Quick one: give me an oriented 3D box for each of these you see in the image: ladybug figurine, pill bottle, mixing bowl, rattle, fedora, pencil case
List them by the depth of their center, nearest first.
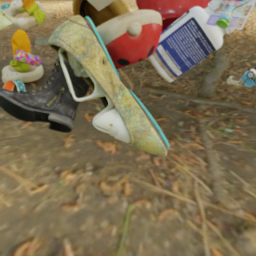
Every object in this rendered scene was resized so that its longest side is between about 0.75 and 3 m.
[{"bbox_3d":[-0.077,-1.814,6.024,1.710,0.906,2.518,-21,13,-3],"label":"ladybug figurine"},{"bbox_3d":[1.678,-2.349,7.459,2.272,1.262,1.262,-34,27,22],"label":"pill bottle"},{"bbox_3d":[-0.563,-3.165,8.113,2.285,2.285,0.932,22,51,29],"label":"fedora"},{"bbox_3d":[-3.425,-3.866,8.362,1.274,1.398,1.957,-41,61,-4],"label":"rattle"},{"bbox_3d":[1.383,-3.443,8.455,2.417,2.417,1.309,3,68,4],"label":"mixing bowl"},{"bbox_3d":[-3.480,-2.407,9.779,0.403,0.403,0.912,26,8,33],"label":"pencil case"},{"bbox_3d":[-4.420,-2.580,11.256,1.729,1.897,2.655,21,29,-3],"label":"rattle"}]

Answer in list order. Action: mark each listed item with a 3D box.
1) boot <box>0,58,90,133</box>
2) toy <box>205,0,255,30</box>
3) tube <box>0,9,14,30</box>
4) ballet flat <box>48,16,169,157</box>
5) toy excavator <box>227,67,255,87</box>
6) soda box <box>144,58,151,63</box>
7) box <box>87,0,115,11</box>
[{"bbox_3d":[-1.469,-0.750,5.196,1.618,0.560,1.409,23,62,-15],"label":"boot"},{"bbox_3d":[2.357,-2.902,6.091,0.879,1.526,0.360,25,-3,38],"label":"toy"},{"bbox_3d":[-2.453,-1.438,4.249,1.354,0.351,0.393,-24,31,4],"label":"tube"},{"bbox_3d":[-0.402,-0.531,4.883,1.017,2.878,1.017,-32,4,3],"label":"ballet flat"},{"bbox_3d":[3.303,-1.353,7.927,0.770,0.792,0.396,40,48,8],"label":"toy excavator"},{"bbox_3d":[1.423,-3.581,13.508,0.783,0.829,2.448,-19,39,-26],"label":"soda box"},{"bbox_3d":[-0.672,-2.813,5.578,0.523,0.435,1.273,-29,1,12],"label":"box"}]
